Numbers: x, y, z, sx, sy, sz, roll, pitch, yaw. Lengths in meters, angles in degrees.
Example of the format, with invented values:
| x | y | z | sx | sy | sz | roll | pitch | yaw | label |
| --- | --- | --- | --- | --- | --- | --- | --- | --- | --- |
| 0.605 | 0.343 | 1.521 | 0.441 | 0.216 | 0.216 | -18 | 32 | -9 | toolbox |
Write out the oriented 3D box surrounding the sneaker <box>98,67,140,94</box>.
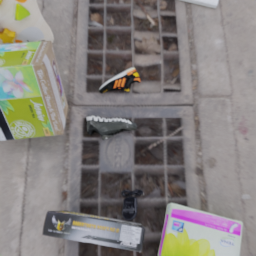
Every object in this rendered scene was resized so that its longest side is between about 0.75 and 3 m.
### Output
| x | y | z | sx | sy | sz | roll | pitch | yaw | label |
| --- | --- | --- | --- | --- | --- | --- | --- | --- | --- |
| -0.266 | -1.400 | 9.171 | 1.422 | 0.497 | 0.640 | -32 | 93 | -3 | sneaker |

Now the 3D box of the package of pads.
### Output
| x | y | z | sx | sy | sz | roll | pitch | yaw | label |
| --- | --- | --- | --- | --- | --- | --- | --- | --- | --- |
| 1.971 | 3.150 | 7.689 | 2.115 | 0.721 | 1.634 | 13 | 71 | 5 | package of pads |

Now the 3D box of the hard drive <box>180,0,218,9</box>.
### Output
| x | y | z | sx | sy | sz | roll | pitch | yaw | label |
| --- | --- | --- | --- | --- | --- | --- | --- | --- | --- |
| 2.493 | -5.191 | 10.420 | 1.855 | 0.244 | 1.223 | 16 | 74 | 5 | hard drive |

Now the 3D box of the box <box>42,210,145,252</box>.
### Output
| x | y | z | sx | sy | sz | roll | pitch | yaw | label |
| --- | --- | --- | --- | --- | --- | --- | --- | --- | --- |
| -0.789 | 2.617 | 7.280 | 2.354 | 1.864 | 0.569 | 9 | 75 | 3 | box |

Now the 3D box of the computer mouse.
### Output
| x | y | z | sx | sy | sz | roll | pitch | yaw | label |
| --- | --- | --- | --- | --- | --- | --- | --- | --- | --- |
| 0.094 | 2.246 | 8.050 | 0.666 | 0.253 | 0.961 | -4 | 47 | 15 | computer mouse |

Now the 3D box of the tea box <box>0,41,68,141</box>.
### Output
| x | y | z | sx | sy | sz | roll | pitch | yaw | label |
| --- | --- | --- | --- | --- | --- | --- | --- | --- | --- |
| -3.070 | -1.010 | 7.901 | 2.249 | 2.286 | 1.528 | -7 | 39 | 0 | tea box |

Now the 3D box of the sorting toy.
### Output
| x | y | z | sx | sy | sz | roll | pitch | yaw | label |
| --- | --- | --- | --- | --- | --- | --- | --- | --- | --- |
| -3.611 | -3.060 | 8.528 | 2.613 | 2.352 | 1.396 | -24 | 56 | 19 | sorting toy |

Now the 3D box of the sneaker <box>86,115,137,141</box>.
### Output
| x | y | z | sx | sy | sz | roll | pitch | yaw | label |
| --- | --- | --- | --- | --- | --- | --- | --- | --- | --- |
| -0.549 | 0.057 | 8.746 | 1.636 | 0.544 | 0.740 | 7 | 77 | 6 | sneaker |
